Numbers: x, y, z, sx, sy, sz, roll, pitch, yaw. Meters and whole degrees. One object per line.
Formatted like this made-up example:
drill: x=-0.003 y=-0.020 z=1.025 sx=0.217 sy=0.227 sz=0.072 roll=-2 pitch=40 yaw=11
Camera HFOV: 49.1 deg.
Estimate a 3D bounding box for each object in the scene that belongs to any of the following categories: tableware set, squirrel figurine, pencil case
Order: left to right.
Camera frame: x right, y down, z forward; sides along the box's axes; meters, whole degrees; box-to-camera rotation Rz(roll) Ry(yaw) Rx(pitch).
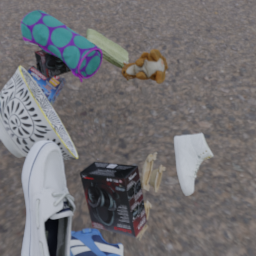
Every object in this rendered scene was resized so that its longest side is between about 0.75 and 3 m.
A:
pencil case: x=-2.280 y=-2.812 z=9.534 sx=2.840 sy=1.208 sz=1.312 roll=34 pitch=81 yaw=15
squirrel figurine: x=0.542 y=-2.043 z=9.615 sx=1.432 sy=1.086 sz=1.534 roll=-9 pitch=18 yaw=28
tableware set: x=0.492 y=1.667 z=6.762 sx=0.249 sy=1.795 sz=2.149 roll=11 pitch=80 yaw=17

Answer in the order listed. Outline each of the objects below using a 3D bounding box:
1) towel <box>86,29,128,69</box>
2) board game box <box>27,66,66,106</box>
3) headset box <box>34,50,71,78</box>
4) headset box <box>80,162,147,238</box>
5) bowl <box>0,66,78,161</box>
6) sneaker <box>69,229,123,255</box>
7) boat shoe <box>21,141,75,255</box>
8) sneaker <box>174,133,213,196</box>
towel: x=-0.795 y=-3.093 z=11.000 sx=1.952 sy=0.356 sz=1.448 roll=26 pitch=36 yaw=-25
board game box: x=-2.934 y=-1.365 z=9.610 sx=1.451 sy=0.448 sz=1.450 roll=40 pitch=76 yaw=3
headset box: x=-2.818 y=-2.441 z=10.412 sx=1.306 sy=0.972 sz=0.504 roll=-29 pitch=46 yaw=-34
headset box: x=-0.256 y=1.398 z=5.353 sx=1.023 sy=1.375 sz=0.531 roll=2 pitch=20 yaw=31
bowl: x=-2.751 y=-0.078 z=7.806 sx=1.395 sy=2.973 sz=2.973 roll=-30 pitch=54 yaw=-7
sneaker: x=-1.401 y=3.489 z=8.167 sx=2.737 sy=1.012 sz=1.126 roll=20 pitch=47 yaw=10
boat shoe: x=-1.554 y=1.703 z=5.918 sx=0.954 sy=1.074 sz=2.919 roll=-6 pitch=83 yaw=32
sneaker: x=1.826 y=0.950 z=7.576 sx=0.961 sy=0.613 sz=1.663 roll=-12 pitch=73 yaw=22
